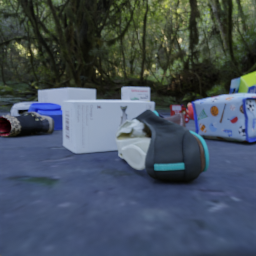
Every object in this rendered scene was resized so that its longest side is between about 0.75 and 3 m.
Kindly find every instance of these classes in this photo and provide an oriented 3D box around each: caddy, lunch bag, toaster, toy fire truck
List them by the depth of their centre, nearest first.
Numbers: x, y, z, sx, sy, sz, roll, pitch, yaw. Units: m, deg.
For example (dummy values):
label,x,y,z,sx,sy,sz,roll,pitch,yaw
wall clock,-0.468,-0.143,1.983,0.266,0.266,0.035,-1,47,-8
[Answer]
label,x,y,z,sx,sy,sz,roll,pitch,yaw
lunch bag,3.359,-0.332,8.191,2.256,1.397,1.918,-12,10,-32
caddy,-3.197,-0.361,11.161,1.253,0.931,1.773,31,22,33
toaster,-4.563,-0.632,13.152,1.933,1.098,1.248,-2,9,-11
toy fire truck,2.719,-0.739,14.850,1.158,0.972,0.649,-3,6,-29

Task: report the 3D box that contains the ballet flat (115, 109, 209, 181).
label,x,y,z,sx,sy,sz,roll,pitch,yaw
ballet flat,0.314,0.206,4.780,0.977,0.971,2.856,-11,7,-9

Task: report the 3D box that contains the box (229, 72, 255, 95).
label,x,y,z,sx,sy,sz,roll,pitch,yaw
box,4.553,-1.374,9.303,2.282,0.544,1.391,-20,-35,0

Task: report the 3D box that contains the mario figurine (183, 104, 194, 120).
label,x,y,z,sx,sy,sz,roll,pitch,yaw
mario figurine,4.018,-1.226,18.130,1.240,1.445,2.340,22,0,-2

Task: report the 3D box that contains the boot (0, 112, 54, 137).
label,x,y,z,sx,sy,sz,roll,pitch,yaw
boot,-3.711,-0.123,9.486,2.080,0.761,1.566,11,10,37

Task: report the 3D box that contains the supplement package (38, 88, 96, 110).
label,x,y,z,sx,sy,sz,roll,pitch,yaw
supplement package,-3.225,-1.129,14.695,1.742,1.763,2.908,-5,7,-44

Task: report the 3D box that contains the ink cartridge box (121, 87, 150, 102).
label,x,y,z,sx,sy,sz,roll,pitch,yaw
ink cartridge box,0.420,-1.237,15.158,1.380,1.906,0.800,-4,5,-33

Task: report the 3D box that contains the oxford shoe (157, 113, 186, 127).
label,x,y,z,sx,sy,sz,roll,pitch,yaw
oxford shoe,0.472,-0.077,7.952,2.417,0.881,0.862,2,6,25

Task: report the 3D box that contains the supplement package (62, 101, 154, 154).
label,x,y,z,sx,sy,sz,roll,pitch,yaw
supplement package,-0.481,-0.087,6.671,1.942,1.135,1.139,-3,6,-26
